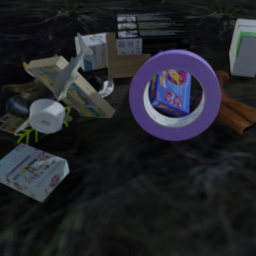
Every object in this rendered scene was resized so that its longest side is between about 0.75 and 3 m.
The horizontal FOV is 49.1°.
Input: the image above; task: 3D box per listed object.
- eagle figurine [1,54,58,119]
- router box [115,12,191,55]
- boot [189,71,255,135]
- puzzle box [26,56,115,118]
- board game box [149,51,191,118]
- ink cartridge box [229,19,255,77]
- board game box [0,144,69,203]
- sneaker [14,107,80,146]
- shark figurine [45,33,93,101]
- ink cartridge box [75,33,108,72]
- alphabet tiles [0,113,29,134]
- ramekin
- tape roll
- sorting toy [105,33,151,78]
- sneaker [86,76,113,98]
[{"bbox_3d":[-3.250,-1.548,10.211,1.875,2.484,1.885,44,5,2],"label":"eagle figurine"},{"bbox_3d":[0.935,-3.970,11.672,2.968,0.758,2.214,-2,47,-1],"label":"router box"},{"bbox_3d":[3.897,-1.085,10.573,2.524,0.918,2.681,-32,45,-30],"label":"boot"},{"bbox_3d":[-1.827,-1.215,9.040,1.750,2.631,0.334,6,61,44],"label":"puzzle box"},{"bbox_3d":[1.608,-1.638,10.538,1.478,0.492,2.199,20,63,-22],"label":"board game box"},{"bbox_3d":[5.691,-3.930,13.581,1.102,1.914,2.623,9,39,11],"label":"ink cartridge box"},{"bbox_3d":[-2.817,1.237,8.117,1.728,0.555,1.275,17,42,22],"label":"board game box"},{"bbox_3d":[-2.708,-0.231,9.314,2.293,0.864,0.876,-20,35,5],"label":"sneaker"},{"bbox_3d":[-1.706,-1.485,7.329,0.793,1.901,1.136,33,24,-8],"label":"shark figurine"},{"bbox_3d":[-1.538,-3.768,13.855,1.789,1.312,1.306,-14,40,-18],"label":"ink cartridge box"},{"bbox_3d":[-3.757,-0.418,10.576,1.700,0.077,2.034,17,42,18],"label":"alphabet tiles"},{"bbox_3d":[-2.374,-0.300,8.154,1.015,1.015,0.495,-1,47,-1],"label":"ramekin"},{"bbox_3d":[1.475,-1.025,8.991,2.788,2.788,0.915,8,22,10],"label":"tape roll"},{"bbox_3d":[-0.017,-3.342,13.011,1.995,1.983,0.694,-6,5,-11],"label":"sorting toy"},{"bbox_3d":[-1.218,-1.729,11.464,0.784,1.067,2.359,15,40,17],"label":"sneaker"}]
